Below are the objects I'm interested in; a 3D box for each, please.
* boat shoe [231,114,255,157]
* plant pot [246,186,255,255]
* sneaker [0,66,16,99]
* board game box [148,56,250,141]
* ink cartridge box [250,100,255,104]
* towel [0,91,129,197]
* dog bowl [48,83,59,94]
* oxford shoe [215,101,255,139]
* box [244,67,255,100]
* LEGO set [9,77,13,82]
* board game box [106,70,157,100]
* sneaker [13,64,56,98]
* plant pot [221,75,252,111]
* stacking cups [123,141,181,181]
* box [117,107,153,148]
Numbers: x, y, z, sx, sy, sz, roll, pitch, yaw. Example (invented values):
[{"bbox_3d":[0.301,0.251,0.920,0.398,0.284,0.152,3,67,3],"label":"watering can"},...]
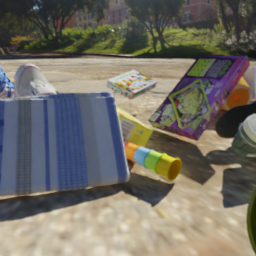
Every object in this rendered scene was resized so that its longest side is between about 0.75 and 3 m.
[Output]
[{"bbox_3d":[3.307,0.140,6.120,2.590,0.800,0.943,-5,53,-29],"label":"boat shoe"},{"bbox_3d":[2.169,0.875,3.127,1.524,1.524,1.468,8,6,24],"label":"plant pot"},{"bbox_3d":[-2.917,-0.877,6.538,0.978,2.539,0.961,-13,48,-9],"label":"sneaker"},{"bbox_3d":[1.950,-0.954,7.791,2.745,0.443,1.648,-51,33,-15],"label":"board game box"},{"bbox_3d":[4.774,-0.749,10.274,1.824,0.457,1.467,-12,9,33],"label":"ink cartridge box"},{"bbox_3d":[-1.408,0.222,5.093,2.725,0.324,2.001,-5,60,-13],"label":"towel"},{"bbox_3d":[-2.976,-0.867,8.728,1.599,0.469,1.599,-34,-3,-2],"label":"dog bowl"},{"bbox_3d":[3.007,-0.196,7.026,2.118,0.755,0.755,-24,68,-18],"label":"oxford shoe"},{"bbox_3d":[4.595,-1.702,11.208,0.846,1.212,1.591,-10,7,-32],"label":"box"},{"bbox_3d":[-5.681,-1.859,13.572,1.000,0.809,2.175,38,18,5],"label":"LEGO set"},{"bbox_3d":[0.158,-1.578,10.124,1.094,0.300,1.733,30,36,21],"label":"board game box"},{"bbox_3d":[-1.760,-0.493,6.104,0.889,2.016,0.820,-18,8,43],"label":"sneaker"},{"bbox_3d":[3.601,-1.311,10.044,1.627,1.627,1.490,-2,29,-7],"label":"plant pot"},{"bbox_3d":[0.328,0.539,5.359,0.430,0.430,1.422,-16,27,-42],"label":"stacking cups"},{"bbox_3d":[-0.424,-0.208,7.129,1.012,0.674,2.690,26,6,-24],"label":"box"}]
